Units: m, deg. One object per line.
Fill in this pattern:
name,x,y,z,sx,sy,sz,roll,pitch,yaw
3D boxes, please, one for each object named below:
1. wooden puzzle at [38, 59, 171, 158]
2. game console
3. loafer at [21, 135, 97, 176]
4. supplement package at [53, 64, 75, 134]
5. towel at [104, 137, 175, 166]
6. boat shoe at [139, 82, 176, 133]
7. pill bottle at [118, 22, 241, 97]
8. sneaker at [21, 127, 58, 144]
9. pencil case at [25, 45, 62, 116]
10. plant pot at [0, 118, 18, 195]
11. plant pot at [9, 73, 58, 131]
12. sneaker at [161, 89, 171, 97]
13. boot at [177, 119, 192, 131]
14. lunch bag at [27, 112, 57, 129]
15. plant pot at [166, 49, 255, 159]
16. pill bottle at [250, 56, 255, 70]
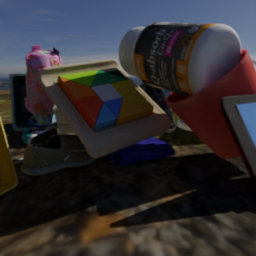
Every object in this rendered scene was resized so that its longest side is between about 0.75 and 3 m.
wooden puzzle,-0.543,-0.762,7.213,2.603,0.524,2.814,-18,59,-36
game console,3.446,0.290,5.082,2.884,1.712,2.486,-9,13,-37
loafer,-1.466,0.521,6.514,0.785,0.727,2.087,8,13,38
supplement package,-1.407,-1.025,9.964,1.794,1.277,2.303,5,52,3
towel,0.244,0.606,7.180,1.612,0.399,1.190,-6,19,-31
boat shoe,0.946,-0.801,9.223,0.814,0.679,2.183,-10,58,-21
pill bottle,1.150,-1.783,7.142,1.719,1.719,2.954,-8,22,-37
sneaker,-2.868,0.233,8.829,0.733,0.507,1.214,16,17,25
pencil case,-2.838,-1.468,9.222,1.103,1.103,2.523,-4,-31,-22
plant pot,-3.052,0.545,4.576,1.387,1.573,1.573,-10,7,18
plant pot,-3.829,-1.169,11.891,2.178,2.172,2.218,-4,9,-23
sneaker,1.052,-0.894,11.787,2.941,1.133,1.113,-18,32,-29
boot,2.804,-0.413,10.501,0.896,1.113,2.464,-7,12,-32
lunch bag,-3.202,-0.420,10.987,1.168,0.744,0.993,-11,10,27
plant pot,2.395,-0.470,6.969,2.267,2.006,2.267,-35,12,9
pill bottle,4.137,-1.479,11.409,1.593,1.593,2.788,-7,-32,-33
